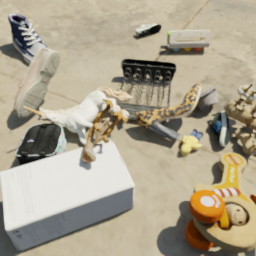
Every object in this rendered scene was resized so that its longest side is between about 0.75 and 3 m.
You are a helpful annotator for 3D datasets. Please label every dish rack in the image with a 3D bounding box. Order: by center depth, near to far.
[{"bbox_3d":[0.580,-1.312,9.565,2.026,0.720,2.641,6,47,7],"label":"dish rack"}]

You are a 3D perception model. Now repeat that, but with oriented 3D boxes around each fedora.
[{"bbox_3d":[2.610,-0.916,9.181,1.145,1.012,0.517,-19,79,-55],"label":"fedora"}]

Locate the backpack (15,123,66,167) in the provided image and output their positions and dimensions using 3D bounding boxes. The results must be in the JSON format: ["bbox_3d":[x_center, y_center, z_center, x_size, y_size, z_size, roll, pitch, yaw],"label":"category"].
[{"bbox_3d":[-2.279,0.502,7.579,1.169,0.992,1.317,-2,46,3],"label":"backpack"}]

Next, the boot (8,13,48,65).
[{"bbox_3d":[-4.004,-3.543,11.301,1.053,1.307,2.894,-34,55,-29],"label":"boot"}]

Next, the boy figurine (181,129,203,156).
[{"bbox_3d":[1.844,0.444,8.129,0.605,0.313,0.973,26,52,22],"label":"boy figurine"}]

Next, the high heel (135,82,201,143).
[{"bbox_3d":[1.221,-0.755,8.425,1.486,0.744,2.085,28,77,10],"label":"high heel"}]

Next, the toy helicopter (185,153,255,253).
[{"bbox_3d":[2.544,1.559,6.553,1.965,1.172,2.972,10,35,17],"label":"toy helicopter"}]

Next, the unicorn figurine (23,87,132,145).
[{"bbox_3d":[-1.283,-0.357,8.324,1.954,1.050,2.844,33,44,17],"label":"unicorn figurine"}]

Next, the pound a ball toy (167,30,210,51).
[{"bbox_3d":[2.656,-3.755,12.018,1.959,0.832,1.277,-1,20,-1],"label":"pound a ball toy"}]

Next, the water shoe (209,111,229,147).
[{"bbox_3d":[2.753,0.073,8.488,0.531,0.481,1.346,-10,41,30],"label":"water shoe"}]

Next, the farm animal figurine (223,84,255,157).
[{"bbox_3d":[3.550,-0.181,8.286,1.743,0.919,1.763,44,68,7],"label":"farm animal figurine"}]

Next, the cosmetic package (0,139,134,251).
[{"bbox_3d":[-1.378,1.477,6.571,2.778,1.127,1.567,-14,48,-15],"label":"cosmetic package"}]

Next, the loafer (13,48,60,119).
[{"bbox_3d":[-2.979,-1.432,8.830,0.740,0.846,2.354,26,85,22],"label":"loafer"}]

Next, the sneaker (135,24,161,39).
[{"bbox_3d":[0.912,-4.563,12.873,1.309,0.485,0.579,-22,52,-21],"label":"sneaker"}]

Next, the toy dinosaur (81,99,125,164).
[{"bbox_3d":[-0.683,-0.068,7.202,0.764,1.343,2.529,38,26,-5],"label":"toy dinosaur"}]
